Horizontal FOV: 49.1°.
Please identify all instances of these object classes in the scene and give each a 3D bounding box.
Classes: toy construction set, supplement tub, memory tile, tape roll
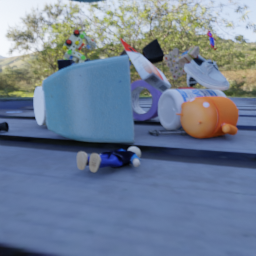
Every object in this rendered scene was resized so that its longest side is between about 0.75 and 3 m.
[{"bbox_3d":[-2.184,-3.613,12.757,1.346,2.052,0.945,36,-37,-13],"label":"toy construction set"},{"bbox_3d":[-2.593,-0.987,12.176,2.587,1.815,1.815,-6,10,-31],"label":"supplement tub"},{"bbox_3d":[2.603,-0.757,11.335,2.462,1.624,1.624,-5,10,-25],"label":"supplement tub"},{"bbox_3d":[2.405,-3.219,14.190,0.117,1.391,1.066,-25,0,-38],"label":"memory tile"},{"bbox_3d":[0.862,-1.420,14.397,2.038,2.038,0.866,6,10,35],"label":"tape roll"}]

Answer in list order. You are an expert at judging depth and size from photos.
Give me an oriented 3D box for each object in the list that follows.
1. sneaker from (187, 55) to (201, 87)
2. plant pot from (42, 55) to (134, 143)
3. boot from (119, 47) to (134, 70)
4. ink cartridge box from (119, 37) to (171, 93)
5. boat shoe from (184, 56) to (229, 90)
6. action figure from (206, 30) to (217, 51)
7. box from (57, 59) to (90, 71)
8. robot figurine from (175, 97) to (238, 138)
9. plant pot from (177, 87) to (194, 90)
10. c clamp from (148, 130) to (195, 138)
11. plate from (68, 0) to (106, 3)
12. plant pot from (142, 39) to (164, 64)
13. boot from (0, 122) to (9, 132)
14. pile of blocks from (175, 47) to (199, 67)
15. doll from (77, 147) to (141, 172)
[{"bbox_3d":[3.041,-2.717,13.187,0.616,1.639,0.664,-7,33,-13],"label":"sneaker"},{"bbox_3d":[-1.338,-0.892,9.331,2.675,2.626,2.619,-5,9,-5],"label":"plant pot"},{"bbox_3d":[-0.114,-3.331,14.498,1.030,0.794,2.125,38,63,12],"label":"boot"},{"bbox_3d":[0.748,-2.717,11.726,0.593,2.364,1.917,-33,-24,21],"label":"ink cartridge box"},{"bbox_3d":[3.049,-2.263,11.002,0.824,0.841,2.361,-17,41,-23],"label":"boat shoe"},{"bbox_3d":[3.240,-3.444,10.853,0.310,0.949,0.245,14,-36,-37],"label":"action figure"},{"bbox_3d":[-2.719,-2.639,14.451,0.925,1.777,1.618,5,14,28],"label":"box"},{"bbox_3d":[2.757,-0.371,9.458,2.409,1.733,1.405,-6,-22,-38],"label":"robot figurine"},{"bbox_3d":[3.432,-1.193,14.626,1.399,1.586,1.588,20,19,35],"label":"plant pot"},{"bbox_3d":[1.493,0.154,10.016,1.495,0.202,1.277,0,8,-2],"label":"c clamp"},{"bbox_3d":[-1.313,-4.201,8.527,1.843,0.236,1.843,-2,8,0],"label":"plate"},{"bbox_3d":[1.039,-3.213,12.116,0.727,0.819,0.817,-24,-8,-2],"label":"plant pot"},{"bbox_3d":[-4.926,0.002,10.285,0.832,0.419,1.113,-1,8,-6],"label":"boot"},{"bbox_3d":[2.067,-2.385,9.434,0.344,0.454,1.107,40,-22,-18],"label":"pile of blocks"},{"bbox_3d":[-0.250,0.650,5.928,1.135,0.403,1.663,5,3,35],"label":"doll"}]
